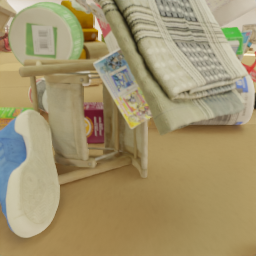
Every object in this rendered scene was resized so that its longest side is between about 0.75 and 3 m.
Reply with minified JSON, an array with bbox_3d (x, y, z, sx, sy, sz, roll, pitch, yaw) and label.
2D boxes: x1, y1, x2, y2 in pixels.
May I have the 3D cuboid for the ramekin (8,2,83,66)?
[{"bbox_3d":[-2.426,-2.607,8.261,2.080,2.080,1.016,0,22,0],"label":"ramekin"}]

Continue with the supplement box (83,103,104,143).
[{"bbox_3d":[-0.976,-0.150,7.749,1.773,0.978,0.759,-1,20,-2],"label":"supplement box"}]

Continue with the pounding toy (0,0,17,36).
[{"bbox_3d":[-3.715,-3.044,6.784,2.373,1.361,1.357,51,25,16],"label":"pounding toy"}]

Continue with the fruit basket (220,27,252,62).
[{"bbox_3d":[1.756,-1.358,5.422,1.027,1.109,0.520,-4,47,-4],"label":"fruit basket"}]

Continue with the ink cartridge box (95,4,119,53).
[{"bbox_3d":[0.550,-3.319,8.735,2.651,1.919,1.118,-5,38,23],"label":"ink cartridge box"}]

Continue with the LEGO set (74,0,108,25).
[{"bbox_3d":[-0.448,-2.046,4.359,1.201,0.395,1.608,36,4,-1],"label":"LEGO set"}]

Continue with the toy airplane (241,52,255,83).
[{"bbox_3d":[4.021,-1.992,9.091,0.230,1.248,1.248,5,15,-30],"label":"toy airplane"}]

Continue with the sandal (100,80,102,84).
[{"bbox_3d":[-0.537,-3.163,16.435,2.935,0.965,1.076,-4,19,-10],"label":"sandal"}]

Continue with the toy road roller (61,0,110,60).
[{"bbox_3d":[-1.775,-3.520,10.393,2.600,1.898,1.597,38,39,27],"label":"toy road roller"}]

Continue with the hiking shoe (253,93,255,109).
[{"bbox_3d":[5.954,-1.057,10.484,2.415,0.898,1.047,17,26,40],"label":"hiking shoe"}]

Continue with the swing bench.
[{"bbox_3d":[-0.831,-0.204,5.813,2.371,2.358,1.538,-5,19,-16],"label":"swing bench"}]

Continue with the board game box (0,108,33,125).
[{"bbox_3d":[-4.380,-0.406,9.488,2.455,0.368,1.173,-2,20,3],"label":"board game box"}]

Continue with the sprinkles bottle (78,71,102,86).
[{"bbox_3d":[-2.835,-2.665,14.997,2.828,0.965,0.965,-12,22,-31],"label":"sprinkles bottle"}]

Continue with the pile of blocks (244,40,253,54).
[{"bbox_3d":[3.976,-2.833,9.570,0.345,0.456,1.110,34,29,7],"label":"pile of blocks"}]

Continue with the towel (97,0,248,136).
[{"bbox_3d":[0.662,-1.414,3.707,0.496,2.873,2.766,-28,-7,35],"label":"towel"}]

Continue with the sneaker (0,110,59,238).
[{"bbox_3d":[-2.099,0.903,4.974,1.424,0.983,2.560,-32,47,13],"label":"sneaker"}]

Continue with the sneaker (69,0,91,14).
[{"bbox_3d":[-1.437,-3.687,8.461,1.031,0.413,0.363,57,10,34],"label":"sneaker"}]

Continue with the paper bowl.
[{"bbox_3d":[3.277,-4.090,9.067,2.224,1.157,2.224,-29,6,4],"label":"paper bowl"}]

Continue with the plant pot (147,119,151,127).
[{"bbox_3d":[0.045,-0.242,9.231,1.432,0.197,1.432,-1,19,0],"label":"plant pot"}]

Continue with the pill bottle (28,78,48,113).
[{"bbox_3d":[-2.637,-1.077,10.068,1.210,1.210,2.186,-14,23,-35],"label":"pill bottle"}]

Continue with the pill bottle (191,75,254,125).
[{"bbox_3d":[2.262,-0.925,8.958,2.921,1.662,1.662,0,19,3],"label":"pill bottle"}]

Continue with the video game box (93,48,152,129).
[{"bbox_3d":[0.236,-0.839,4.901,1.210,1.328,0.311,-30,18,-1],"label":"video game box"}]
